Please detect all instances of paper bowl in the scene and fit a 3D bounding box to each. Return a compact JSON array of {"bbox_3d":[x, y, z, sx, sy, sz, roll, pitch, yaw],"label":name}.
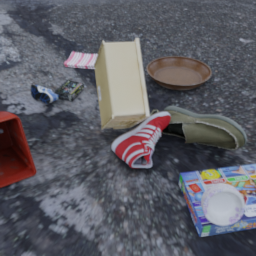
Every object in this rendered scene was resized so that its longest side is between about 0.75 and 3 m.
[{"bbox_3d":[2.080,1.669,6.231,0.897,0.897,0.466,4,14,5],"label":"paper bowl"}]

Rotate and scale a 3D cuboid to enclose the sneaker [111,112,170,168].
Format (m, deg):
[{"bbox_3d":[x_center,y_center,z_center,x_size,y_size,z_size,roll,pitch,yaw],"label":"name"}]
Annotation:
[{"bbox_3d":[0.661,0.394,8.260,2.102,0.749,1.182,-33,50,-14],"label":"sneaker"}]

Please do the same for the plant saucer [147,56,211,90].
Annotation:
[{"bbox_3d":[2.218,-2.378,12.401,2.806,0.513,2.806,-1,38,0],"label":"plant saucer"}]

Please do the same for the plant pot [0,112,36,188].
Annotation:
[{"bbox_3d":[-3.858,0.498,7.827,1.848,1.847,1.629,-19,30,-22],"label":"plant pot"}]

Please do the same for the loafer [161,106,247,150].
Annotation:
[{"bbox_3d":[2.181,0.163,8.800,2.904,1.092,1.012,17,52,38],"label":"loafer"}]

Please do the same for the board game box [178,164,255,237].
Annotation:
[{"bbox_3d":[2.735,1.758,7.172,2.478,0.427,1.677,-5,38,-7],"label":"board game box"}]

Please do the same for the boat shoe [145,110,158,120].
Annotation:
[{"bbox_3d":[0.724,-0.076,9.456,0.552,0.505,1.478,11,39,14],"label":"boat shoe"}]

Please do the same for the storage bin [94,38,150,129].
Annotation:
[{"bbox_3d":[-0.313,-1.169,8.484,1.037,2.198,2.214,-6,83,-15],"label":"storage bin"}]

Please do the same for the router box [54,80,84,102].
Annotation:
[{"bbox_3d":[-2.386,-1.533,11.462,0.785,0.325,1.048,13,41,16],"label":"router box"}]

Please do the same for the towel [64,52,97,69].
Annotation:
[{"bbox_3d":[-2.083,-3.330,13.804,1.856,0.278,1.358,5,39,7],"label":"towel"}]

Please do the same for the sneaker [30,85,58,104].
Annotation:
[{"bbox_3d":[-3.377,-1.341,11.160,1.438,0.545,0.554,32,31,30],"label":"sneaker"}]
